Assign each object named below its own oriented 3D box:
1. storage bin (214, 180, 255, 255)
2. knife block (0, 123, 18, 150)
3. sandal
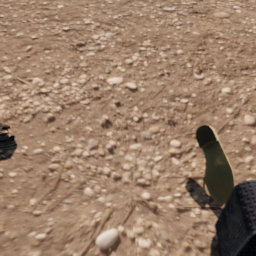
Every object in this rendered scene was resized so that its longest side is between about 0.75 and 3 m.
[{"bbox_3d":[3.327,2.468,6.800,1.774,2.624,1.230,0,48,0],"label":"storage bin"},{"bbox_3d":[-5.080,0.562,10.072,1.973,1.732,0.631,-41,42,24],"label":"knife block"},{"bbox_3d":[2.979,1.154,9.203,0.951,0.853,2.594,-25,67,34],"label":"sandal"}]
